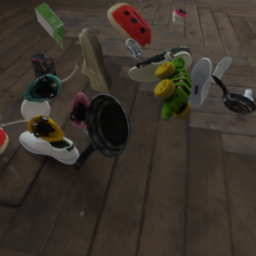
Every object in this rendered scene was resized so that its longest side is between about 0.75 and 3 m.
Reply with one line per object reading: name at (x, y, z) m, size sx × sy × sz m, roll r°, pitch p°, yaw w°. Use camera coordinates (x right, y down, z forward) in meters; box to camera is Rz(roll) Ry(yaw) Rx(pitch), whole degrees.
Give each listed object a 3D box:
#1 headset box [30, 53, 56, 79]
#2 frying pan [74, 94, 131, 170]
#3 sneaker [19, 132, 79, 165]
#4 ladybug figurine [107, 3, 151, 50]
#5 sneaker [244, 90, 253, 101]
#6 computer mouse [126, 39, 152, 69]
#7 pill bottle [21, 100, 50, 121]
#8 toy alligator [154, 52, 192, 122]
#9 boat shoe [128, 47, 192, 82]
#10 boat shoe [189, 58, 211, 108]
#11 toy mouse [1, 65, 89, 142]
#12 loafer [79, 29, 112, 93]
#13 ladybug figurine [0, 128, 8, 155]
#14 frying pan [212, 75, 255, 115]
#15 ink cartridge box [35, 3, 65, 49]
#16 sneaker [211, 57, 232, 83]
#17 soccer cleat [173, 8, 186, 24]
headset box at (-4.000, -2.860, 13.269) m, size 1.003 × 1.348 × 0.521 m, roll 21°, pitch 45°, yaw 25°
frying pan at (-0.546, 0.355, 6.445) m, size 0.385 × 2.368 × 1.433 m, roll -14°, pitch 40°, yaw -43°
sneaker at (-2.737, 0.459, 9.626) m, size 2.381 × 0.843 × 0.870 m, roll 16°, pitch 42°, yaw 18°
ladybug figurine at (0.143, -3.973, 10.838) m, size 2.276 × 0.819 × 1.545 m, roll 52°, pitch 37°, yaw 11°
sneaker at (5.116, -1.311, 12.160) m, size 0.470 × 0.407 × 1.086 m, roll 3°, pitch 39°, yaw 12°
computer mouse at (0.303, -2.559, 9.652) m, size 0.613 × 0.245 × 1.118 m, roll -30°, pitch 83°, yaw -21°
pill bottle at (-2.805, -0.530, 8.466) m, size 0.787 × 0.787 × 1.441 m, roll -16°, pitch 7°, yaw -19°
toy alligator at (1.235, -1.282, 7.085) m, size 0.706 × 0.974 × 2.938 m, roll -27°, pitch 35°, yaw 32°
boat shoe at (1.176, -2.392, 10.555) m, size 2.449 × 0.880 × 0.828 m, roll -15°, pitch 45°, yaw 22°
boat shoe at (2.520, -1.569, 9.654) m, size 0.655 × 1.779 × 0.581 m, roll 31°, pitch 40°, yaw 28°
toy mouse at (-1.648, -0.629, 6.968) m, size 2.375 × 2.111 × 0.460 m, roll 20°, pitch 19°, yaw -11°
loafer at (-1.133, -2.006, 8.758) m, size 0.710 × 2.080 × 0.787 m, roll -10°, pitch 26°, yaw 18°
ladybug figurine at (-4.990, 0.593, 9.534) m, size 1.416 × 0.750 × 2.086 m, roll 9°, pitch 40°, yaw 10°
frying pan at (2.866, -0.792, 7.487) m, size 0.973 × 1.608 × 0.262 m, roll 19°, pitch 75°, yaw 41°
ink cartridge box at (-2.601, -3.546, 9.830) m, size 0.426 × 0.746 × 1.437 m, roll -40°, pitch 87°, yaw -15°
sneaker at (3.275, -2.044, 9.940) m, size 0.364 × 0.987 × 0.570 m, roll 37°, pitch 8°, yaw 11°
soccer cleat at (1.639, -3.567, 9.090) m, size 0.399 × 0.493 × 1.142 m, roll 32°, pitch 32°, yaw 3°
